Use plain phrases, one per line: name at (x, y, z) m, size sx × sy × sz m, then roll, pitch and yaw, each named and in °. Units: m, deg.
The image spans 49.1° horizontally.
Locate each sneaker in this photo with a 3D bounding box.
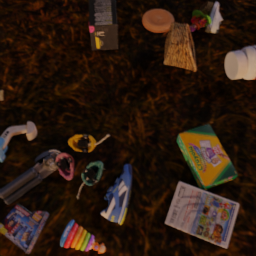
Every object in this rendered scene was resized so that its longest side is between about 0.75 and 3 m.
sneaker at (-0.335, 2.163, 9.556) m, size 0.859 × 0.773 × 2.089 m, roll 10°, pitch 61°, yaw 8°
sneaker at (4.302, -5.372, 13.805) m, size 0.656 × 0.677 × 1.853 m, roll 19°, pitch 72°, yaw 0°

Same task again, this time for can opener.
can opener at (-3.457, 1.668, 10.024) m, size 2.426 × 0.647 × 0.811 m, roll -36°, pitch 34°, yaw -17°

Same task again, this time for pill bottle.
pill bottle at (5.493, -2.780, 11.782) m, size 2.514 × 1.377 × 1.377 m, roll -10°, pitch 62°, yaw -7°

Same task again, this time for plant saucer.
plant saucer at (1.506, -5.404, 13.982) m, size 1.595 × 0.257 × 1.595 m, roll 0°, pitch 62°, yaw 1°

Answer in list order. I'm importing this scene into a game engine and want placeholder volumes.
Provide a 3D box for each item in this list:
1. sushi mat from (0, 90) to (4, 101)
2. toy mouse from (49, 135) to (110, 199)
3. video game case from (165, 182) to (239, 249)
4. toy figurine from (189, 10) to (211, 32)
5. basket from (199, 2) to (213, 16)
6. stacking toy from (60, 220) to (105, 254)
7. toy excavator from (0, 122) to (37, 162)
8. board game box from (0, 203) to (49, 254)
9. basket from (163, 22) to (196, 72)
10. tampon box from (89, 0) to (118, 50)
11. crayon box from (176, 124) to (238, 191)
sushi mat at (-5.857, -1.291, 11.830) m, size 1.159 × 0.070 × 0.554 m, roll -10°, pitch 62°, yaw -5°
toy mouse at (-1.661, 1.343, 9.861) m, size 2.518 × 0.487 × 2.238 m, roll -1°, pitch 93°, yaw 21°
video game case at (2.445, 2.855, 9.303) m, size 2.079 × 0.187 × 1.489 m, roll 19°, pitch 77°, yaw 11°
toy figurine at (3.130, -4.847, 13.341) m, size 1.145 × 0.934 × 1.244 m, roll -42°, pitch 40°, yaw -7°
basket at (3.910, -6.055, 14.170) m, size 0.568 × 0.544 × 0.762 m, roll 24°, pitch 64°, yaw 11°
stacking toy at (-1.377, 3.600, 8.868) m, size 1.446 × 0.794 × 0.839 m, roll 25°, pitch 61°, yaw 0°
toy excavator at (-4.801, 0.513, 10.373) m, size 2.165 × 1.112 × 2.227 m, roll 13°, pitch 53°, yaw 6°
board game box at (-3.330, 3.155, 9.204) m, size 1.313 × 0.405 × 1.313 m, roll 31°, pitch 65°, yaw 16°
basket at (2.396, -3.574, 11.925) m, size 1.455 × 1.394 × 1.954 m, roll 13°, pitch 45°, yaw -2°
tampon box at (-1.135, -4.852, 12.960) m, size 1.251 × 1.486 × 1.982 m, roll -3°, pitch 61°, yaw -2°
crayon box at (2.812, 1.052, 10.218) m, size 1.286 × 0.631 × 2.166 m, roll -17°, pitch 63°, yaw -9°
